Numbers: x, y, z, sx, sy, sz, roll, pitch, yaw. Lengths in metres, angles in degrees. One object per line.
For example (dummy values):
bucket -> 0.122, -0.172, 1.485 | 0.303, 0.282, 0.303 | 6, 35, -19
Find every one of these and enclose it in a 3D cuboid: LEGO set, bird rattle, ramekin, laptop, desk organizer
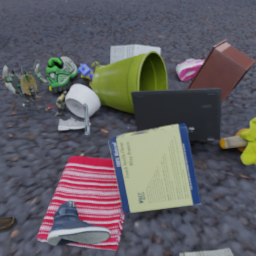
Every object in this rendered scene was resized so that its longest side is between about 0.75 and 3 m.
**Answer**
LEGO set -> -3.196, -1.249, 9.433 | 0.732, 2.584, 1.678 | -6, 47, 32
bird rattle -> 3.722, 0.255, 8.085 | 2.231, 1.257, 1.819 | -14, 2, -41
ramekin -> -1.627, -0.873, 9.771 | 1.234, 1.234, 0.575 | 19, 57, 22
laptop -> 1.427, -0.322, 7.822 | 2.179, 2.328, 1.349 | 0, 36, 16
desk organizer -> 2.483, -1.101, 8.676 | 1.105, 2.870, 1.029 | 40, 42, 14

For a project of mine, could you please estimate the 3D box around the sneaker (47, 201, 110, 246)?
sneaker -> -1.053, 2.079, 6.272 | 1.333, 0.507, 0.963 | -1, 34, 0

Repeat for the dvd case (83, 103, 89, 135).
dvd case -> -1.285, -0.252, 8.673 | 0.104, 0.944, 0.689 | -2, -4, -4

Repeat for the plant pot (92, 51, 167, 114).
plant pot -> -0.034, -1.506, 9.907 | 2.153, 2.236, 2.236 | 5, 36, 31

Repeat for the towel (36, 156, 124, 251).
towel -> -0.974, 1.738, 7.159 | 1.902, 0.296, 2.630 | 4, 39, 6

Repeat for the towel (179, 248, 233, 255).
towel -> 1.533, 2.717, 5.374 | 1.107, 0.191, 1.066 | -10, 16, 9

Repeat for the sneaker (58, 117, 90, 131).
sneaker -> -1.798, -0.148, 9.304 | 1.064, 0.436, 0.398 | -4, -5, -7

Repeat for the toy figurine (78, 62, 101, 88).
toy figurine -> -1.538, -2.336, 11.282 | 0.993, 1.128, 1.883 | -44, 50, 6

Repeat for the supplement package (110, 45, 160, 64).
supplement package -> 0.284, -2.763, 11.530 | 1.440, 1.108, 1.506 | -8, 15, -42

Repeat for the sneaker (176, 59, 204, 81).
sneaker -> 2.970, -2.687, 12.319 | 1.977, 0.804, 0.872 | -11, 40, -16

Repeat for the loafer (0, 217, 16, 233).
loafer -> -3.041, 2.242, 6.482 | 0.856, 0.305, 0.312 | -14, 40, -13

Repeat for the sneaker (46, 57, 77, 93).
sneaker -> -2.758, -2.485, 11.646 | 1.024, 1.118, 2.624 | -10, 31, 1

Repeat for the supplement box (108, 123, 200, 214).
supplement box -> 0.637, 0.893, 6.537 | 1.715, 1.717, 1.153 | -11, 2, 10
